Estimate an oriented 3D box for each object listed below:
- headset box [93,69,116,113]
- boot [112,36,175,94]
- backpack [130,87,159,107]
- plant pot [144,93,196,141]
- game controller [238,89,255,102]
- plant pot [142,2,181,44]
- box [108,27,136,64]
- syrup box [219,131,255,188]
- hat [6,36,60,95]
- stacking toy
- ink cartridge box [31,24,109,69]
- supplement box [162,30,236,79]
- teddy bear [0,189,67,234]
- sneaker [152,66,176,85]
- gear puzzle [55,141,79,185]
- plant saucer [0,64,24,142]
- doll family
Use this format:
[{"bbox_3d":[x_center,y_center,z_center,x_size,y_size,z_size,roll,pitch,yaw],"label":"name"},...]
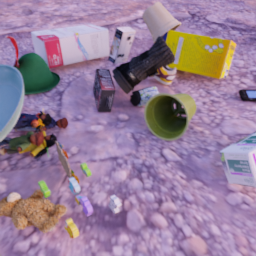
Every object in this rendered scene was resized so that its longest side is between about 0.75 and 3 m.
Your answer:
[{"bbox_3d":[-0.815,-1.209,9.396,0.491,0.973,1.309,-1,45,-18],"label":"headset box"},{"bbox_3d":[0.532,-2.182,9.739,2.036,1.025,2.723,-39,16,10],"label":"boot"},{"bbox_3d":[0.623,-1.088,9.628,0.920,0.750,0.707,-33,79,-25],"label":"backpack"},{"bbox_3d":[1.420,-0.485,8.481,1.413,1.413,1.341,22,29,27],"label":"plant pot"},{"bbox_3d":[4.636,-1.164,10.111,1.219,0.257,0.636,1,36,2],"label":"game controller"},{"bbox_3d":[1.248,-4.322,11.375,1.349,1.235,1.349,-35,4,3],"label":"plant pot"},{"bbox_3d":[-0.220,-2.818,9.600,0.351,1.167,0.681,39,39,24],"label":"box"},{"bbox_3d":[3.424,0.585,6.947,2.232,0.909,0.879,-22,6,-27],"label":"syrup box"},{"bbox_3d":[-3.720,-2.712,10.383,2.211,2.349,2.669,-27,43,-34],"label":"hat"},{"bbox_3d":[-1.073,1.483,6.152,1.213,0.378,1.609,-20,50,-34],"label":"stacking toy"},{"bbox_3d":[-2.570,-3.754,12.578,2.917,1.249,2.153,-17,32,-25],"label":"ink cartridge box"},{"bbox_3d":[2.716,-2.939,11.199,2.624,1.437,1.428,19,18,23],"label":"supplement box"},{"bbox_3d":[-2.075,1.730,5.984,1.514,0.506,1.098,22,40,27],"label":"teddy bear"},{"bbox_3d":[1.017,-2.372,10.878,1.754,0.790,0.657,25,40,4],"label":"sneaker"},{"bbox_3d":[-1.460,0.908,6.885,0.186,0.736,1.421,-19,41,-22],"label":"gear puzzle"},{"bbox_3d":[-3.574,-0.342,6.818,2.742,0.493,2.742,-11,56,17],"label":"plant saucer"},{"bbox_3d":[-2.597,0.095,7.774,1.571,1.067,2.718,-7,34,0],"label":"doll family"}]
